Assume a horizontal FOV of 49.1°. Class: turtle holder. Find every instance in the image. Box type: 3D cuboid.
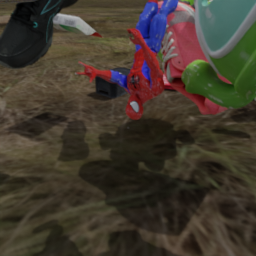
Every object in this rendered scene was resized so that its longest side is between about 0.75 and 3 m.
[{"bbox_3d":[1.698,-1.311,3.585,1.758,2.313,1.643,-37,72,-11],"label":"turtle holder"}]

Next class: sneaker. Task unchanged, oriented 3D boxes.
[{"bbox_3d":[1.110,-1.454,5.525,1.253,1.065,2.889,-30,70,-23],"label":"sneaker"},{"bbox_3d":[-1.721,-2.308,5.157,0.984,1.034,2.609,23,75,10],"label":"sneaker"}]

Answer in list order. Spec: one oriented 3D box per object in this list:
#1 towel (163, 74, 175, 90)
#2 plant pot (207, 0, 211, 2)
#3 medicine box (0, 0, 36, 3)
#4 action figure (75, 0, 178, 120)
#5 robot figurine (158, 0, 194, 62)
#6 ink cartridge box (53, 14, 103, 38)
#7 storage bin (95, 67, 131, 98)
[{"bbox_3d":[1.626,-1.956,11.782,1.232,0.192,1.703,7,27,17],"label":"towel"},{"bbox_3d":[2.174,-2.400,5.249,1.265,1.387,1.394,-8,-3,30],"label":"plant pot"},{"bbox_3d":[-1.428,-1.865,3.545,0.768,0.434,0.843,-24,25,-38],"label":"medicine box"},{"bbox_3d":[0.084,-1.344,3.955,1.186,2.397,0.782,14,-8,-43],"label":"action figure"},{"bbox_3d":[1.661,-2.433,7.348,2.376,1.567,2.708,9,-6,-8],"label":"robot figurine"},{"bbox_3d":[-1.533,-2.866,8.205,1.093,0.340,1.359,19,0,24],"label":"ink cartridge box"},{"bbox_3d":[-0.443,-1.798,10.913,1.044,0.724,1.544,21,34,34],"label":"storage bin"}]
